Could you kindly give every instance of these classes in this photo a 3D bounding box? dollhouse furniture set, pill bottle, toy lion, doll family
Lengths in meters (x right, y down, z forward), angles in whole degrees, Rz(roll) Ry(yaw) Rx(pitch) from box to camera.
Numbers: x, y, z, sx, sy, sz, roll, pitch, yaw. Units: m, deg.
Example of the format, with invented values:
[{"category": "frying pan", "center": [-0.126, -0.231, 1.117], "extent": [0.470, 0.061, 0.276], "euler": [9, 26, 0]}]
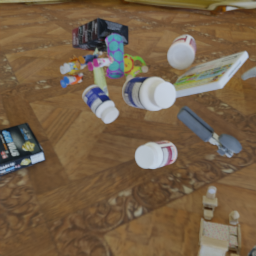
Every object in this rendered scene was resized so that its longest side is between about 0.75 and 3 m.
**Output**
[{"category": "dollhouse furniture set", "center": [2.598, 2.714, 7.825], "extent": [1.122, 0.958, 2.164], "euler": [9, 35, 13]}, {"category": "pill bottle", "center": [0.656, -1.094, 8.907], "extent": [1.033, 1.033, 1.859], "euler": [-18, 18, -24]}, {"category": "pill bottle", "center": [2.324, -3.286, 11.908], "extent": [1.091, 1.091, 1.911], "euler": [9, 32, 13]}, {"category": "toy lion", "center": [0.096, -2.735, 12.334], "extent": [1.230, 1.179, 0.422], "euler": [-30, 11, 1]}, {"category": "pill bottle", "center": [-1.042, -0.892, 10.643], "extent": [0.822, 0.822, 1.421], "euler": [-26, 63, -32]}, {"category": "pill bottle", "center": [0.778, 0.750, 7.792], "extent": [0.717, 0.717, 1.256], "euler": [25, 15, 32]}, {"category": "doll family", "center": [-1.330, -1.970, 8.541], "extent": [1.824, 0.822, 1.132], "euler": [-22, 8, 27]}]

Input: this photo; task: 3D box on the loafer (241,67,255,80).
[{"category": "loafer", "center": [3.588, -1.519, 7.576], "extent": [0.369, 0.368, 1.056], "euler": [-21, -3, -44]}]

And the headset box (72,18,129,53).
[{"category": "headset box", "center": [-1.207, -3.662, 11.375], "extent": [1.527, 0.793, 2.052], "euler": [-2, 4, -41]}]

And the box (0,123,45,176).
[{"category": "box", "center": [-4.516, 0.771, 10.998], "extent": [1.835, 0.531, 2.309], "euler": [-19, 39, -25]}]

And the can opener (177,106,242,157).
[{"category": "can opener", "center": [1.808, 0.035, 6.176], "extent": [1.543, 0.516, 0.411], "euler": [41, 38, 0]}]

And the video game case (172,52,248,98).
[{"category": "video game case", "center": [2.795, -1.888, 10.302], "extent": [2.482, 0.284, 2.259], "euler": [-6, 31, 51]}]

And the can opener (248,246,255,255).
[{"category": "can opener", "center": [2.782, 3.769, 6.758], "extent": [2.179, 0.729, 0.581], "euler": [-36, 49, -23]}]

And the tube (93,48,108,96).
[{"category": "tube", "center": [-1.176, -2.136, 11.218], "extent": [0.506, 1.947, 0.565], "euler": [-27, 40, -27]}]

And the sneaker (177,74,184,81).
[{"category": "sneaker", "center": [2.493, -2.232, 12.775], "extent": [0.358, 0.980, 0.347], "euler": [44, 41, 5]}]

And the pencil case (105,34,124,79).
[{"category": "pencil case", "center": [-0.498, -2.572, 10.135], "extent": [0.694, 1.502, 0.639], "euler": [1, -11, -26]}]
